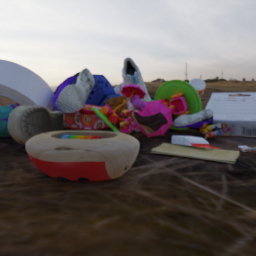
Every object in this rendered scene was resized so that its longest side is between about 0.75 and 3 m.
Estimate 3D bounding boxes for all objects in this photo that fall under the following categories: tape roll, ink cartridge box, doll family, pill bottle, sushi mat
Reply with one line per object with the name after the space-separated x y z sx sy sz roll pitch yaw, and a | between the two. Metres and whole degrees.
-3.999 -1.042 9.605 2.781 0.973 2.781 9 -32 6 | tape roll
1.778 0.363 7.252 0.836 0.293 1.028 5 -3 -41 | ink cartridge box
2.656 0.027 8.772 0.693 0.503 1.116 -20 -7 43 | doll family
-0.510 -1.776 16.561 1.260 1.260 2.224 -8 -15 -43 | pill bottle
3.945 -0.546 10.072 2.189 0.768 2.693 3 23 23 | ink cartridge box
1.585 0.583 6.653 1.959 0.119 0.937 5 9 28 | sushi mat
2.826 -1.434 11.922 0.686 1.253 0.686 0 52 0 | pill bottle

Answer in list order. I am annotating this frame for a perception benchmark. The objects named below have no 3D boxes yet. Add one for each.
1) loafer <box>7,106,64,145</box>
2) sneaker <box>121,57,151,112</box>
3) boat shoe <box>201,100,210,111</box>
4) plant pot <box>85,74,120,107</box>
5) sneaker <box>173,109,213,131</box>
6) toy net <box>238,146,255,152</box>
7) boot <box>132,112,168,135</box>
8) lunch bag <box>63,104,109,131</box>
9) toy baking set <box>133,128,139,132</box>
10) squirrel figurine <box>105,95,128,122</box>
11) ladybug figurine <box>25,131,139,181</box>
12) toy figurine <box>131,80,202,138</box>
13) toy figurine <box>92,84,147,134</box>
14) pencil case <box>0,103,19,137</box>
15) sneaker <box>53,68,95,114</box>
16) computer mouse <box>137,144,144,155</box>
-2.640 -0.032 7.846 1.019 1.129 2.983 -1 -1 3 | loafer
0.288 -1.697 12.063 1.105 2.949 1.278 -20 -14 1 | sneaker
2.780 -0.535 11.816 2.661 0.957 0.862 -13 -34 35 | boat shoe
-1.515 -1.414 13.618 1.624 1.807 1.807 45 20 6 | plant pot
2.130 -0.117 9.028 1.298 0.645 0.451 -15 41 7 | sneaker
3.030 0.565 6.756 0.781 0.151 0.409 5 12 42 | toy net
0.594 -0.266 7.606 0.690 0.830 0.300 -35 17 25 | boot
-1.639 -0.456 11.265 2.230 0.914 1.964 11 11 39 | lunch bag
0.126 0.045 10.378 1.076 0.125 0.826 -7 15 -6 | toy baking set
-0.314 -0.535 10.090 0.871 1.149 1.231 -15 3 3 | squirrel figurine
-0.846 0.490 5.056 2.110 0.759 1.432 2 9 13 | ladybug figurine
0.901 -0.447 9.524 2.494 1.873 2.296 -17 5 40 | toy figurine
-0.030 -0.568 8.129 1.573 1.448 1.181 46 3 32 | toy figurine
-4.749 -0.250 8.751 2.554 1.180 1.087 0 -32 -14 | pencil case
-2.223 -1.196 10.266 1.323 0.925 2.661 -16 27 25 | sneaker
-0.252 0.465 6.915 1.276 0.280 0.699 3 10 21 | computer mouse
